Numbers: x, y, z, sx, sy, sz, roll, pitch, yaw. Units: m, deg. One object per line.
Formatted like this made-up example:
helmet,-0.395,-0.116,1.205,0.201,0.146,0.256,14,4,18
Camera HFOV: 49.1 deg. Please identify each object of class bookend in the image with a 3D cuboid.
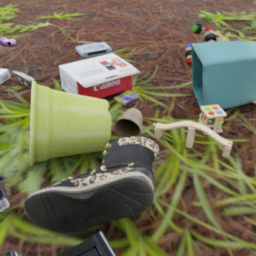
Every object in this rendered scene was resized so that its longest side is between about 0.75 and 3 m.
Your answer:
bookend,0.198,2.687,4.066,2.996,1.380,2.977,-19,40,-24

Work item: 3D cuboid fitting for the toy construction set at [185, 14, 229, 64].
toy construction set,3.859,-3.347,12.322,1.889,2.051,2.459,1,55,-20

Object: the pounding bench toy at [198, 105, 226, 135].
pounding bench toy,2.549,-0.393,8.831,0.601,0.754,0.967,-7,37,-9

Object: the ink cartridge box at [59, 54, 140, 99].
ink cartridge box,-1.054,-1.803,10.539,2.368,0.993,2.079,-21,41,-26

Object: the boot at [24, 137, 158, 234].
boot,-0.657,1.157,6.320,2.890,1.057,2.176,-20,15,20

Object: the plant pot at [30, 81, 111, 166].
plant pot,-1.572,-0.091,7.565,2.001,2.177,2.177,1,34,-19

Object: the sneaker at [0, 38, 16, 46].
sneaker,-6.477,-4.537,14.917,0.871,0.350,0.385,4,44,3

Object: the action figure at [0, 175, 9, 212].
action figure,-3.030,1.484,5.887,0.878,0.754,1.478,-8,16,-11

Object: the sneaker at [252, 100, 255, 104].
sneaker,4.976,-0.892,9.674,1.586,0.618,0.788,13,41,19

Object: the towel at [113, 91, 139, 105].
towel,-0.058,-1.150,10.432,0.614,0.097,0.855,27,44,32

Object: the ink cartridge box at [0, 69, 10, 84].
ink cartridge box,-5.938,-1.978,11.393,1.707,0.403,1.366,5,36,16

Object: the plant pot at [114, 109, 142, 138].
plant pot,0.086,-0.184,8.386,0.834,0.834,0.724,11,45,15

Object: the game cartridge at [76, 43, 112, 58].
game cartridge,-1.761,-3.957,14.146,1.592,0.331,1.060,-16,35,-21

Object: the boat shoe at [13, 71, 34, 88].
boat shoe,-4.224,-1.945,11.148,1.222,0.383,0.444,27,15,30

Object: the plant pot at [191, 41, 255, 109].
plant pot,3.679,-1.925,9.633,2.629,1.858,1.857,-9,35,5

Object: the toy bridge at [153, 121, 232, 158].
toy bridge,1.797,0.196,8.020,2.288,0.769,0.311,15,40,19
